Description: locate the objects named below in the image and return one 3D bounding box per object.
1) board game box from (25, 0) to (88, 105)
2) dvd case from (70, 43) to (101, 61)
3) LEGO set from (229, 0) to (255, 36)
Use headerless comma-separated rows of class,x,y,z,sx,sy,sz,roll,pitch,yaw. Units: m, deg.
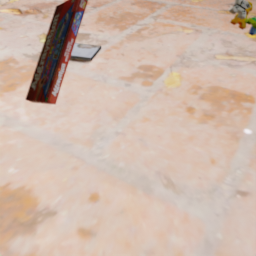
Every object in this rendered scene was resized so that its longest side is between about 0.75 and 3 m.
board game box,-1.831,-1.933,7.072,0.266,2.733,1.407,20,-7,-38
dvd case,-2.314,-3.523,12.804,1.887,0.166,1.346,10,41,12
LEGO set,3.474,-3.092,7.742,1.785,0.733,0.681,20,0,-20
